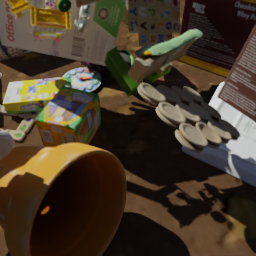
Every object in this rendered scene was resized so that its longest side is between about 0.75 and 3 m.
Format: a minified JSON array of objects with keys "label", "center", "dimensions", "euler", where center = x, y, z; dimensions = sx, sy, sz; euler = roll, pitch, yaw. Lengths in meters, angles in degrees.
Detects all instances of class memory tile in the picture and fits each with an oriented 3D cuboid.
[{"label":"memory tile","center":[1.218,-0.254,5.321],"dimensions":[2.147,0.180,1.646],"euler":[-6,48,-51]}]

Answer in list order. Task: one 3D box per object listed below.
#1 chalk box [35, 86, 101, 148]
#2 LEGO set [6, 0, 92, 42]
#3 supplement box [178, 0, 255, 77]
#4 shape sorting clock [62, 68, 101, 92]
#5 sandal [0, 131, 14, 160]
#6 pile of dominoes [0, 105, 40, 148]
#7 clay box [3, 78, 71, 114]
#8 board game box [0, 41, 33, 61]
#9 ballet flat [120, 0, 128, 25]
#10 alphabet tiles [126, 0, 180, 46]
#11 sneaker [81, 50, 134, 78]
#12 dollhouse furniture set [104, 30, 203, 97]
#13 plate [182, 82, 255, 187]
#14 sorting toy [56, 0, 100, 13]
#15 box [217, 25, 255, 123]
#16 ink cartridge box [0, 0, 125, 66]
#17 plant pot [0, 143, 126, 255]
[{"label":"chalk box","center":[-1.451,-0.319,7.640],"dimensions":[1.139,1.145,1.840],"euler":[15,49,14]},{"label":"LEGO set","center":[-1.826,-2.268,5.287],"dimensions":[2.165,0.806,0.996],"euler":[22,77,-18]},{"label":"supplement box","center":[3.545,-3.599,9.601],"dimensions":[2.898,2.938,1.951],"euler":[27,51,24]},{"label":"shape sorting clock","center":[-1.606,-1.626,9.544],"dimensions":[1.377,0.270,1.377],"euler":[0,45,0]},{"label":"sandal","center":[-2.718,0.390,4.145],"dimensions":[1.135,2.962,0.849],"euler":[-19,85,-45]},{"label":"pile of dominoes","center":[-4.194,-0.086,7.916],"dimensions":[2.683,0.427,2.091],"euler":[8,46,8]},{"label":"clay box","center":[-2.718,-1.023,8.671],"dimensions":[1.961,0.467,1.127],"euler":[-5,44,-5]},{"label":"board game box","center":[-4.237,-3.783,10.657],"dimensions":[2.144,1.709,1.038],"euler":[-26,52,-23]},{"label":"ballet flat","center":[-0.023,-3.678,8.575],"dimensions":[0.992,0.917,2.942],"euler":[51,28,4]},{"label":"alphabet tiles","center":[0.810,-3.379,8.235],"dimensions":[2.213,1.841,0.070],"euler":[-16,18,-39]},{"label":"sneaker","center":[-0.910,-2.253,9.506],"dimensions":[1.222,1.120,2.918],"euler":[-19,36,-39]},{"label":"dollhouse furniture set","center":[0.411,-1.636,5.903],"dimensions":[1.353,2.066,1.037],"euler":[-33,89,-12]},{"label":"plate","center":[3.150,0.044,7.283],"dimensions":[2.636,0.426,2.630],"euler":[27,67,24]},{"label":"sorting toy","center":[-0.655,-2.626,4.976],"dimensions":[1.465,0.706,0.248],"euler":[-27,59,-18]},{"label":"box","center":[2.181,-0.994,4.371],"dimensions":[0.825,1.647,0.617],"euler":[41,46,24]},{"label":"ink cartridge box","center":[-1.618,-2.824,6.711],"dimensions":[2.783,2.022,1.218],"euler":[7,55,-12]},{"label":"plant pot","center":[-1.573,1.302,5.435],"dimensions":[2.155,2.354,2.354],"euler":[14,45,35]}]
